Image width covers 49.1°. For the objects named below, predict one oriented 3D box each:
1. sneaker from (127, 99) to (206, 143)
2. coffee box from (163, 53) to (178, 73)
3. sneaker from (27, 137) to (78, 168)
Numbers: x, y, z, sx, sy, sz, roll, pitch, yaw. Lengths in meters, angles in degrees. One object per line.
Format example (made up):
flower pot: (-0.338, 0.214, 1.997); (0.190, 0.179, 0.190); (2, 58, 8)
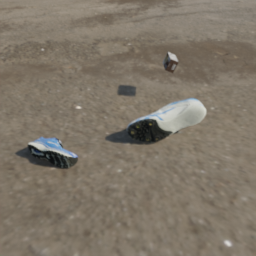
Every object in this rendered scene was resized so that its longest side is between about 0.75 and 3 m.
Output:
sneaker: (1.331, -0.289, 10.146); (2.940, 1.057, 1.066); (-18, 28, -8)
coffee box: (1.797, -2.775, 11.931); (0.377, 0.534, 0.944); (19, 30, -13)
sneaker: (-2.397, 0.695, 9.263); (1.879, 0.738, 0.838); (19, 43, 24)
